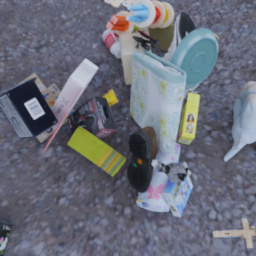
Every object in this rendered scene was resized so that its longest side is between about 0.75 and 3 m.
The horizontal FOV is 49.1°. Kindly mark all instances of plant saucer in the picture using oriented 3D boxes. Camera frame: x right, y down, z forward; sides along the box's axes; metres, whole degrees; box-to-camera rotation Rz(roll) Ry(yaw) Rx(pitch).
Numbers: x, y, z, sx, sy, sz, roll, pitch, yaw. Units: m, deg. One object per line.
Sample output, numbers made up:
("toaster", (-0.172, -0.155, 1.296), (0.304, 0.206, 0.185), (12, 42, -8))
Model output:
("plant saucer", (2.240, -2.173, 9.206), (2.091, 2.091, 0.287), (-34, 48, -15))

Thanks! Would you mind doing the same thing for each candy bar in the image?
("candy bar", (-1.261, -0.586, 10.049), (2.185, 0.242, 0.545), (-33, 68, 28))

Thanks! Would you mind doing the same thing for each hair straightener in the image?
("hair straightener", (0.579, -2.910, 9.747), (0.658, 0.350, 1.710), (-48, 42, 6))

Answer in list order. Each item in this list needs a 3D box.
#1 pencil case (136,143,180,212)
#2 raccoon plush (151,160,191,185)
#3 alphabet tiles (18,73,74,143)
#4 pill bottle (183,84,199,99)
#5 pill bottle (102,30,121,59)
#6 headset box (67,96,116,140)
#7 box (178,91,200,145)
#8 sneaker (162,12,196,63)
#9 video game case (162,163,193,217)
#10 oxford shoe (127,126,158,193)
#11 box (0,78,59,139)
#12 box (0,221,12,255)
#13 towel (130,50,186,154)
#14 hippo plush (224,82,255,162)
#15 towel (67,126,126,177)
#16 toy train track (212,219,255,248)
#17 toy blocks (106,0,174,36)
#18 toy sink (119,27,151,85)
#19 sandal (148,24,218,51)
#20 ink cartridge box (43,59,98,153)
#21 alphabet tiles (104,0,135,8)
("pencil case", (1.047, 1.573, 9.391), (1.104, 1.011, 2.433), (-8, 56, 44))
("raccoon plush", (1.278, 1.079, 8.024), (1.180, 0.791, 0.571), (38, 107, -2))
("alphabet tiles", (-3.163, -0.830, 10.243), (1.769, 0.080, 2.116), (-43, 113, -23))
("pill bottle", (2.138, -1.850, 10.938), (1.956, 1.118, 1.118), (-41, 71, -16))
("pill bottle", (-0.563, -3.613, 12.065), (0.692, 0.692, 1.233), (-24, 66, -11))
("headset box", (-1.185, -0.189, 9.324), (1.663, 0.624, 1.236), (-32, 66, 34))
("box", (2.012, -0.348, 9.261), (0.422, 0.634, 1.684), (12, 69, 0))
("sneaker", (1.597, -2.858, 10.075), (0.957, 1.460, 2.537), (21, 65, -36))
("video game case", (1.612, 1.957, 8.943), (0.290, 1.156, 1.276), (-2, 39, 36))
("oxford shoe", (0.541, 0.994, 8.389), (0.843, 2.320, 0.979), (25, 38, 26))
("box", (-3.211, -0.556, 8.787), (0.969, 1.560, 1.573), (-38, 109, -33))
("box", (-4.292, 3.478, 8.594), (0.910, 0.762, 1.226), (7, 64, 3))
("towel", (0.856, -0.988, 9.213), (0.717, 2.548, 2.977), (-10, 32, -18))
("hippo plush", (4.899, -0.203, 9.560), (2.266, 2.245, 2.819), (15, 65, 8))
("towel", (-1.004, 0.760, 8.843), (1.816, 0.164, 0.781), (35, 108, -2))
("toy train track", (3.505, 3.360, 8.942), (1.564, 0.254, 0.897), (-3, 64, -1))
("toy blocks", (0.191, -4.105, 10.577), (2.308, 2.769, 1.005), (-5, 105, 32))
("toy sink", (0.302, -2.918, 11.127), (1.175, 1.367, 2.097), (-5, 47, 4))
("sandal", (2.334, -3.944, 12.209), (3.103, 1.138, 1.021), (12, 31, 10))
("ink cartridge box", (-2.065, -0.690, 8.945), (0.566, 2.530, 2.229), (33, 45, -11))
("alphabet tiles", (-0.373, -6.563, 13.808), (1.632, 0.122, 1.669), (33, 69, 15))
